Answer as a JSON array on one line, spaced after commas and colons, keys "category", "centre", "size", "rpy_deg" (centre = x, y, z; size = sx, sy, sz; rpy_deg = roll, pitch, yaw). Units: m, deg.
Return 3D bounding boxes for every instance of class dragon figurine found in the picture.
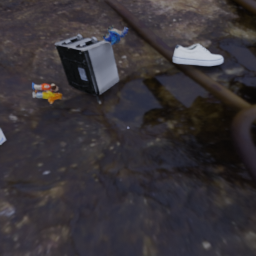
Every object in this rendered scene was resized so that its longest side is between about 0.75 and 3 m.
[{"category": "dragon figurine", "centre": [-0.665, -3.895, 12.272], "size": [0.791, 1.591, 0.468], "rpy_deg": [48, 40, 0]}]

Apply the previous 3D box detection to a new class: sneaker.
[{"category": "sneaker", "centre": [2.920, -2.994, 11.448], "size": [2.172, 0.769, 0.793], "rpy_deg": [-1, 26, -14]}]

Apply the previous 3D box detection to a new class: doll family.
[{"category": "doll family", "centre": [-2.840, -1.193, 9.956], "size": [0.931, 0.676, 1.499], "rpy_deg": [1, 5, -11]}]

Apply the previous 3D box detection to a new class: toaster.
[{"category": "toaster", "centre": [-1.448, -2.207, 10.105], "size": [1.861, 2.058, 1.221], "rpy_deg": [23, 49, 40]}]

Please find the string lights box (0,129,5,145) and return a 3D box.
[{"category": "string lights box", "centre": [-5.081, 0.239, 8.689], "size": [2.136, 0.630, 1.097], "rpy_deg": [17, 49, 16]}]
